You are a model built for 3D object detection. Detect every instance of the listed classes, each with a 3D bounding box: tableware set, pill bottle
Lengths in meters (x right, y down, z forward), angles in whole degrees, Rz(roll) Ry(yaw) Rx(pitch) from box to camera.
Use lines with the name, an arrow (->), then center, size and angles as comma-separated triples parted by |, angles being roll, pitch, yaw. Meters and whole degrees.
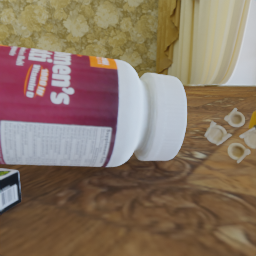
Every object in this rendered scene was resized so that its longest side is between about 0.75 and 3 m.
tableware set -> 1.649, 0.121, 4.291 | 0.681, 0.816, 0.095 | -39, -22, -10
pill bottle -> -0.698, -0.222, 3.695 | 2.660, 1.457, 1.457 | 3, 10, -14

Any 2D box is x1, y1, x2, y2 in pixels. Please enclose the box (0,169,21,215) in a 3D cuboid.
box -> -1.983, 0.770, 2.128 | 1.155, 0.364, 2.098 | 3, 11, 17

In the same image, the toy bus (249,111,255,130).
toy bus -> 3.241, -0.070, 5.662 | 0.552, 0.459, 1.409 | 32, -19, -34
